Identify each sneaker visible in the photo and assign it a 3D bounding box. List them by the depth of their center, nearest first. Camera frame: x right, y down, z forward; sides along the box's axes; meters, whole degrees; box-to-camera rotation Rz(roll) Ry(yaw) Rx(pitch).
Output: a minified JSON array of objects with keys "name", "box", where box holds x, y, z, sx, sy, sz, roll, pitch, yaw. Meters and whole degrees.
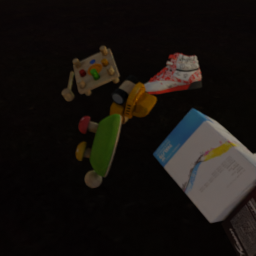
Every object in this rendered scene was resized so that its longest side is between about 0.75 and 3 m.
[{"name":"sneaker","box":[1.406,-1.981,10.397,2.542,1.362,0.849,-8,7,1]}]

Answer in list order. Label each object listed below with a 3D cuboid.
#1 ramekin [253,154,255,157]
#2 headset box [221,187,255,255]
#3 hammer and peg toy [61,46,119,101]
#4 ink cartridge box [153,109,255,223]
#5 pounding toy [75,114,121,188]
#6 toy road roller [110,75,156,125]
[{"name":"ramekin","box":[4.660,1.868,8.793,2.232,1.088,2.232,0,35,0]},{"name":"headset box","box":[3.603,1.460,5.322,2.201,2.961,1.111,6,39,-22]},{"name":"hammer and peg toy","box":[-1.551,-2.037,10.480,2.280,0.804,1.677,-22,53,8]},{"name":"ink cartridge box","box":[2.010,0.883,6.599,1.521,1.514,2.073,17,27,-51]},{"name":"pounding toy","box":[-0.739,0.385,5.925,0.800,1.724,1.330,16,52,-7]},{"name":"toy road roller","box":[0.166,-0.728,9.281,1.270,1.739,1.069,29,53,12]}]
